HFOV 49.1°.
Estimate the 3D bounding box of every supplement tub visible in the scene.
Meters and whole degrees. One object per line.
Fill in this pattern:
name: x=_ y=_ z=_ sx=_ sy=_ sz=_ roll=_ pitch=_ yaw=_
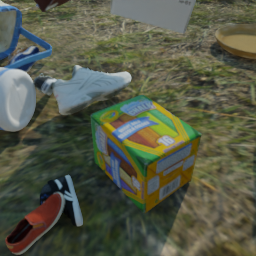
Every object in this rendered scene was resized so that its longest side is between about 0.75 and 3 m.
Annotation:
supplement tub: x=-3.626 y=-0.785 z=6.872 sx=2.279 sy=1.503 sz=1.503 roll=9 pitch=40 yaw=11

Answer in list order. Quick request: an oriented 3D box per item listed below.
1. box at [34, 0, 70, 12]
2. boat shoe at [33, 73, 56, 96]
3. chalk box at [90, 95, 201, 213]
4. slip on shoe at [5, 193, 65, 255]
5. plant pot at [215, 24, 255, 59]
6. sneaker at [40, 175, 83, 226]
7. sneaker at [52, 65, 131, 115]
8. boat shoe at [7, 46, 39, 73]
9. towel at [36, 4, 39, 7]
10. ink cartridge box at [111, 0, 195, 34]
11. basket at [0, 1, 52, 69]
box: x=-1.113 y=-2.464 z=4.108 sx=0.826 sy=1.006 sz=0.834 roll=-18 pitch=24 yaw=48
boat shoe: x=-2.295 y=-1.201 z=7.715 sx=0.480 sy=0.519 sz=1.407 roll=32 pitch=8 yaw=-9
chalk box: x=0.138 y=0.295 z=5.671 sx=1.355 sy=1.345 sz=2.170 roll=-26 pitch=46 yaw=-29
slip on shoe: x=-1.526 y=1.553 z=4.663 sx=0.436 sy=0.360 sz=1.177 roll=30 pitch=66 yaw=36
plant pot: x=4.830 y=-3.323 z=10.828 sx=2.905 sy=0.399 sz=2.905 roll=1 pitch=39 yaw=-1
sneaker: x=-1.252 y=1.405 z=5.101 sx=0.663 sy=0.433 sz=1.185 roll=-16 pitch=34 yaw=-14
sneaker: x=-0.960 y=-1.262 z=7.581 sx=2.313 sy=0.901 sz=1.149 roll=-25 pitch=86 yaw=-29
boat shoe: x=-3.628 y=-2.266 z=9.431 sx=0.641 sy=0.639 sz=1.770 roll=2 pitch=29 yaw=10
towel: x=-2.446 y=-3.953 z=8.669 sx=0.753 sy=0.090 sz=0.553 roll=-29 pitch=0 yaw=24
ink cartridge box: x=0.854 y=-3.884 z=7.361 sx=1.973 sy=1.156 sz=2.730 roll=16 pitch=50 yaw=3
basket: x=-4.319 y=-2.944 z=9.173 sx=2.894 sy=2.013 sz=2.552 roll=33 pitch=38 yaw=11
